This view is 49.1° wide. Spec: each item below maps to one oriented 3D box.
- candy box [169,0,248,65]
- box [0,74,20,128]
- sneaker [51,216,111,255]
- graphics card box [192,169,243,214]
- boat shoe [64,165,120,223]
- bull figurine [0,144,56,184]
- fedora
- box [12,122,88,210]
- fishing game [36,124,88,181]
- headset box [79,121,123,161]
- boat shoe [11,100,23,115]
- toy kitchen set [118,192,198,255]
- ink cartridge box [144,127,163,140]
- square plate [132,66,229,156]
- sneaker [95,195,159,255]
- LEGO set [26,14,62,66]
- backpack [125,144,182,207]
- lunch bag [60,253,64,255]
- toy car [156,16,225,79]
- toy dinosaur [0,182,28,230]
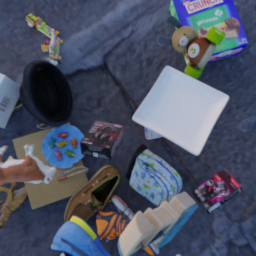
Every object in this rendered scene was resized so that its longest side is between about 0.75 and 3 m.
[{"bbox_3d":[2.766,-3.622,9.867,2.049,0.933,2.423,-16,81,-1],"label":"candy box"},{"bbox_3d":[-5.092,-1.221,9.204,2.526,1.231,1.571,21,82,11],"label":"box"},{"bbox_3d":[-0.996,3.663,7.435,1.120,0.942,2.857,-50,118,-36],"label":"sneaker"},{"bbox_3d":[2.734,1.951,8.654,1.298,0.330,0.814,-36,43,3],"label":"graphics card box"},{"bbox_3d":[-1.166,2.245,8.928,0.861,0.814,2.394,38,84,-24],"label":"boat shoe"},{"bbox_3d":[-2.972,1.059,7.732,1.889,0.615,1.147,-5,93,-14],"label":"bull figurine"},{"bbox_3d":[-2.859,-1.055,9.305,1.033,2.261,2.261,-13,80,32],"label":"fedora"},{"bbox_3d":[-2.571,1.231,9.389,1.973,0.257,2.414,-18,82,-9],"label":"box"},{"bbox_3d":[-2.117,0.610,9.280,1.495,0.325,2.088,-18,82,-7],"label":"fishing game"},{"bbox_3d":[-0.729,0.309,8.207,0.928,0.468,1.249,11,38,14],"label":"headset box"},{"bbox_3d":[-3.998,-0.687,9.768,0.876,0.284,0.321,-28,60,1],"label":"boat shoe"},{"bbox_3d":[1.103,3.128,6.809,2.164,2.701,1.591,45,118,29],"label":"toy kitchen set"},{"bbox_3d":[0.842,-0.087,9.370,0.580,0.325,0.850,-11,105,-16],"label":"ink cartridge box"},{"bbox_3d":[1.464,-0.517,7.798,2.013,0.289,2.032,29,71,12],"label":"square plate"},{"bbox_3d":[-0.134,3.389,8.957,1.272,0.881,2.271,-44,74,-2],"label":"sneaker"},{"bbox_3d":[-2.942,-3.254,9.869,1.018,0.824,2.213,-19,82,-3],"label":"LEGO set"},{"bbox_3d":[0.781,1.557,8.605,1.730,1.330,1.411,27,125,13],"label":"backpack"},{"bbox_3d":[-1.845,5.297,8.464,2.265,1.089,2.824,35,83,6],"label":"lunch bag"},{"bbox_3d":[1.810,-2.653,8.661,1.777,1.402,1.460,32,121,5],"label":"toy car"},{"bbox_3d":[-3.650,2.238,9.255,2.388,0.721,1.268,-45,111,-12],"label":"toy dinosaur"}]
